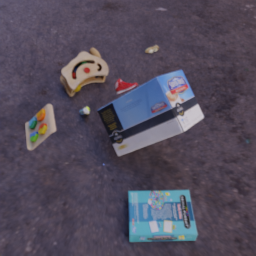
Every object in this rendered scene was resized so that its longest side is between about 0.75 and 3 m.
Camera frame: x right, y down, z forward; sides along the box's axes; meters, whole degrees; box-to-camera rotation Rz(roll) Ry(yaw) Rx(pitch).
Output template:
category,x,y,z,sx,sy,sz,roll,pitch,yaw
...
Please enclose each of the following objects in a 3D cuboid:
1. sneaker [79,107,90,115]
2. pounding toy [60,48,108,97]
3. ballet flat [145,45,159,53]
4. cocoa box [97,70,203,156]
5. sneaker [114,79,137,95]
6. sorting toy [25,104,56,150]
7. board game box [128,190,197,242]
category,x,y,z,sx,sy,sz,roll,pitch,yaw
sneaker,-1.960,-0.691,12.389,0.440,0.317,0.837,-28,8,7
pounding toy,-2.095,-2.637,14.130,1.680,1.686,2.939,40,63,-1
ballet flat,1.408,-4.528,16.255,0.947,0.334,0.309,-30,68,-21
cocoa box,0.747,-0.504,9.877,1.925,2.887,1.894,-26,91,-51
sneaker,-0.111,-1.435,9.237,0.798,0.461,0.312,-20,8,21
sorting toy,-2.781,-0.041,8.711,1.206,0.220,1.116,-34,54,22
board game box,1.039,2.810,9.029,2.054,0.482,1.551,-1,46,-1
